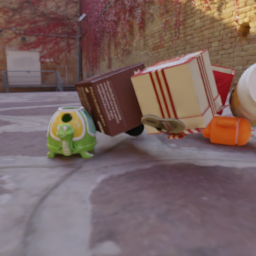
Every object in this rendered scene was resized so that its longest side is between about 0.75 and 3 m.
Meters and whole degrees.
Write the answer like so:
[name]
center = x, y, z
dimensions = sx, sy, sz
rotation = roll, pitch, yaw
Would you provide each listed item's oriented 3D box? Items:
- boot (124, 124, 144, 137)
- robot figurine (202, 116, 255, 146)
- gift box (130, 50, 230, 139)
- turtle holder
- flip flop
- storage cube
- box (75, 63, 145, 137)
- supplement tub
[boot]
center = -0.432, -0.943, 12.224
dimensions = 2.554, 0.945, 2.093
rotation = 39, 16, -28
[robot figurine]
center = 3.872, 0.102, 10.836
dimensions = 1.894, 1.362, 1.104
rotation = 6, 32, 24
[gift box]
center = 1.603, -0.912, 8.200
dimensions = 2.271, 2.121, 2.096
rotation = -4, 23, 39
[turtle holder]
center = -1.978, 0.146, 9.189
dimensions = 1.691, 1.580, 2.226
rotation = 6, 11, 25
[flip flop]
center = 0.791, -0.045, 6.373
dimensions = 1.021, 0.414, 0.294
rotation = 14, 45, -8
[storage cube]
center = 3.342, -1.671, 11.541
dimensions = 1.598, 1.681, 1.870
rotation = 15, 22, 14
[box]
center = -0.458, -0.997, 9.697
dimensions = 1.867, 1.886, 2.273
rotation = -24, 15, -19
[supplement tub]
center = 5.091, -1.235, 10.486
dimensions = 2.149, 2.149, 2.976
rotation = 2, -7, 11
